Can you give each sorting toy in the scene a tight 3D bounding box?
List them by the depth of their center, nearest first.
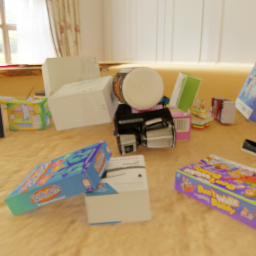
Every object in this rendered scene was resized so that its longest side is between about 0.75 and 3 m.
[{"bbox_3d":[2.507,-0.219,10.444,0.975,0.341,0.981,13,21,39],"label":"sorting toy"}]

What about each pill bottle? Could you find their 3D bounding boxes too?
[{"bbox_3d":[0.205,-1.469,9.943,1.383,1.383,2.603,-4,12,-12],"label":"pill bottle"}]

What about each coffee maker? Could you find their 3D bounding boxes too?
[{"bbox_3d":[0.423,0.014,8.008,1.615,1.087,1.551,-7,28,-3],"label":"coffee maker"}]

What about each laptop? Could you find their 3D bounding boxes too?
[{"bbox_3d":[-5.254,-1.543,13.628,1.327,0.769,1.243,-1,31,-2],"label":"laptop"}]

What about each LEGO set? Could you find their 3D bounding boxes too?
[{"bbox_3d":[2.844,-0.801,10.902,0.820,0.663,1.782,26,9,19],"label":"LEGO set"}]

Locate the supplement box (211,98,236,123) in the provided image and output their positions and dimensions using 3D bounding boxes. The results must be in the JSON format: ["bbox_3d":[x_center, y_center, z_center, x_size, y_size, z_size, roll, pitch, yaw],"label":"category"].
[{"bbox_3d":[3.725,-0.718,11.101,0.459,0.820,1.506,1,12,-1],"label":"supplement box"}]

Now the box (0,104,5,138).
[{"bbox_3d":[-5.355,-0.250,9.063,2.183,1.169,1.620,-11,20,-33],"label":"box"}]

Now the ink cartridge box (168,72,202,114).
[{"bbox_3d":[2.315,-1.245,11.322,0.869,1.696,2.295,16,18,-1],"label":"ink cartridge box"}]

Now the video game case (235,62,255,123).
[{"bbox_3d":[5.467,-1.844,11.383,0.659,2.902,2.630,21,19,2],"label":"video game case"}]

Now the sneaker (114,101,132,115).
[{"bbox_3d":[-0.546,-0.650,11.528,1.050,0.686,1.877,-18,20,-26],"label":"sneaker"}]

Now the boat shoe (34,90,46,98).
[{"bbox_3d":[-4.193,-2.123,16.080,2.413,0.718,0.867,-7,18,-23],"label":"boat shoe"}]

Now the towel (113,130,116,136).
[{"bbox_3d":[-0.176,0.091,9.667,0.472,0.205,0.845,7,17,19],"label":"towel"}]

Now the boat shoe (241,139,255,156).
[{"bbox_3d":[3.686,0.597,7.731,0.436,0.363,1.168,-10,21,-36],"label":"boat shoe"}]

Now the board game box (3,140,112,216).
[{"bbox_3d":[-1.270,0.915,5.356,1.737,0.391,1.321,-21,16,16],"label":"board game box"}]

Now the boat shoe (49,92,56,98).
[{"bbox_3d":[-2.499,-1.332,12.849,1.078,0.970,2.988,8,13,27],"label":"boat shoe"}]

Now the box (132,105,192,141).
[{"bbox_3d":[1.061,-0.181,9.450,1.528,0.840,1.737,-4,17,-12],"label":"box"}]

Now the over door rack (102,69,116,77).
[{"bbox_3d":[-0.090,-2.306,14.622,2.273,0.757,1.679,6,-18,17],"label":"over door rack"}]

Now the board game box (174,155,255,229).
[{"bbox_3d":[2.148,1.196,5.574,1.364,0.454,2.029,-14,22,-39],"label":"board game box"}]

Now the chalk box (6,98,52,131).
[{"bbox_3d":[-3.445,-0.539,10.318,1.656,1.025,1.030,-2,17,-3],"label":"chalk box"}]

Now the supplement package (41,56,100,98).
[{"bbox_3d":[-2.931,-2.495,14.437,2.552,1.937,1.922,-9,1,-23],"label":"supplement package"}]

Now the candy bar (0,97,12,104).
[{"bbox_3d":[-6.355,-1.470,14.574,2.527,0.280,0.630,2,30,7],"label":"candy bar"}]

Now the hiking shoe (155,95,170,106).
[{"bbox_3d":[1.784,-1.172,12.995,1.574,0.682,0.586,5,17,15],"label":"hiking shoe"}]

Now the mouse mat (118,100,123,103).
[{"bbox_3d":[0.018,-1.595,13.005,2.756,0.104,2.218,14,63,36],"label":"mouse mat"}]

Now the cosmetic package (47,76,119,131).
[{"bbox_3d":[-1.585,-0.971,10.422,2.042,1.256,2.036,-10,22,10],"label":"cosmetic package"}]

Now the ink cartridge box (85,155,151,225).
[{"bbox_3d":[-0.168,1.122,5.385,1.085,0.632,1.500,-5,16,1],"label":"ink cartridge box"}]
